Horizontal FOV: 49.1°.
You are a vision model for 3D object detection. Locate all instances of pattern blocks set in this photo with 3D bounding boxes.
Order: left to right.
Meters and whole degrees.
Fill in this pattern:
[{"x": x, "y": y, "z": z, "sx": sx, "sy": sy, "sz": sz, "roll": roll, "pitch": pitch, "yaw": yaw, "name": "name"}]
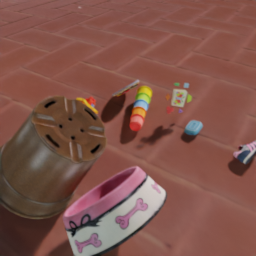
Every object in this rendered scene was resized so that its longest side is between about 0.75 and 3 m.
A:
[{"x": 2.110, "y": -1.233, "z": 11.697, "sx": 1.140, "sy": 1.297, "sz": 0.105, "roll": -7, "pitch": 23, "yaw": -11, "name": "pattern blocks set"}]

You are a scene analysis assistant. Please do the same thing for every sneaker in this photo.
[{"x": 4.457, "y": 0.727, "z": 10.350, "sx": 0.608, "sy": 0.520, "sz": 1.482, "roll": 33, "pitch": 49, "yaw": 29, "name": "sneaker"}]

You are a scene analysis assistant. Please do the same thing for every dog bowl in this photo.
[{"x": -0.430, "y": 1.992, "z": 7.116, "sx": 2.736, "sy": 2.736, "sz": 1.009, "roll": -33, "pitch": 91, "yaw": -33, "name": "dog bowl"}]

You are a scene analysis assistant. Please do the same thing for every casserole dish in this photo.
[{"x": 2.658, "y": -0.034, "z": 11.404, "sx": 0.574, "sy": 0.184, "sz": 0.948, "roll": 16, "pitch": 39, "yaw": 30, "name": "casserole dish"}]

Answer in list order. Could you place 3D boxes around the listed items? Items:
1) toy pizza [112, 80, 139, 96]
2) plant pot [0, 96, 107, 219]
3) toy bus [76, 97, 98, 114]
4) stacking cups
[{"x": -0.088, "y": -1.790, "z": 13.072, "sx": 1.459, "sy": 0.231, "sz": 1.459, "roll": -29, "pitch": 7, "yaw": 4, "name": "toy pizza"}, {"x": -2.131, "y": 0.695, "z": 7.844, "sx": 2.728, "sy": 2.701, "sz": 2.728, "roll": 25, "pitch": 40, "yaw": -23, "name": "plant pot"}, {"x": -1.790, "y": -0.716, "z": 10.805, "sx": 0.884, "sy": 1.303, "sz": 1.251, "roll": 14, "pitch": 73, "yaw": 38, "name": "toy bus"}, {"x": 0.567, "y": -0.806, "z": 12.142, "sx": 0.741, "sy": 0.741, "sz": 2.449, "roll": 6, "pitch": 45, "yaw": 7, "name": "stacking cups"}]
